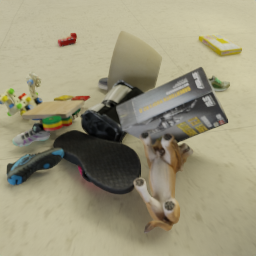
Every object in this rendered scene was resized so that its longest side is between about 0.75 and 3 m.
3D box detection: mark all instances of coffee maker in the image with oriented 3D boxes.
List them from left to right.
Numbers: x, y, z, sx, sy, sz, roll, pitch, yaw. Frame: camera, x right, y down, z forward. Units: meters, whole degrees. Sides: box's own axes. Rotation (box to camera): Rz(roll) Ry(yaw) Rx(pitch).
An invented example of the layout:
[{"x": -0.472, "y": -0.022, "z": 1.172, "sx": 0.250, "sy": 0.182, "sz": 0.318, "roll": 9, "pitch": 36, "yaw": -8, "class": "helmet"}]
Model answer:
[{"x": -0.130, "y": -0.299, "z": 7.358, "sx": 1.638, "sy": 1.149, "sz": 1.706, "roll": 17, "pitch": 42, "yaw": 19, "class": "coffee maker"}]

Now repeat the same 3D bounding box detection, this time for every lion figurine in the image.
[{"x": 0.702, "y": 1.094, "z": 5.532, "sx": 0.928, "sy": 1.568, "sz": 2.561, "roll": -1, "pitch": 48, "yaw": 20, "class": "lion figurine"}]

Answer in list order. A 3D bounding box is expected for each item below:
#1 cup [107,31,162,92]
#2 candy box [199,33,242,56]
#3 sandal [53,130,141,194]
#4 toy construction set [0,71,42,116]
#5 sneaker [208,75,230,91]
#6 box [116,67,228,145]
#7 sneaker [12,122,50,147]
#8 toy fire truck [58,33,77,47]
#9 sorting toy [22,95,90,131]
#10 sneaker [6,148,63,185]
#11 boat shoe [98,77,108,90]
[{"x": 0.276, "y": -1.928, "z": 8.931, "sx": 1.424, "sy": 1.991, "sz": 1.991, "roll": 13, "pitch": 39, "yaw": 3, "class": "cup"}, {"x": 4.090, "y": -3.787, "z": 12.584, "sx": 1.029, "sy": 0.266, "sz": 2.013, "roll": -11, "pitch": 39, "yaw": -10, "class": "candy box"}, {"x": -0.714, "y": 0.762, "z": 6.425, "sx": 1.111, "sy": 0.666, "sz": 2.957, "roll": -33, "pitch": 32, "yaw": -28, "class": "sandal"}, {"x": -3.093, "y": -0.928, "z": 8.165, "sx": 0.727, "sy": 1.035, "sz": 1.579, "roll": -24, "pitch": 21, "yaw": 45, "class": "toy construction set"}, {"x": 2.954, "y": -1.543, "z": 9.496, "sx": 1.105, "sy": 0.490, "sz": 0.425, "roll": -5, "pitch": 38, "yaw": -7, "class": "sneaker"}, {"x": 1.063, "y": -0.262, "z": 6.008, "sx": 1.795, "sy": 2.266, "sz": 0.548, "roll": -24, "pitch": 67, "yaw": 19, "class": "box"}, {"x": -2.415, "y": 0.100, "z": 7.041, "sx": 0.942, "sy": 0.659, "sz": 0.366, "roll": -20, "pitch": 63, "yaw": -35, "class": "sneaker"}, {"x": -2.806, "y": -4.105, "z": 13.003, "sx": 1.076, "sy": 0.262, "sz": 0.759, "roll": -21, "pitch": 42, "yaw": -24, "class": "toy fire truck"}, {"x": -1.979, "y": -0.399, "z": 7.802, "sx": 1.268, "sy": 0.445, "sz": 2.631, "roll": -1, "pitch": 21, "yaw": 13, "class": "sorting toy"}, {"x": -2.144, "y": 0.742, "z": 6.380, "sx": 1.334, "sy": 0.488, "sz": 0.546, "roll": -25, "pitch": 46, "yaw": -13, "class": "sneaker"}, {"x": -0.352, "y": -1.692, "z": 9.241, "sx": 1.556, "sy": 0.722, "sz": 0.581, "roll": 4, "pitch": 40, "yaw": 22, "class": "boat shoe"}]
